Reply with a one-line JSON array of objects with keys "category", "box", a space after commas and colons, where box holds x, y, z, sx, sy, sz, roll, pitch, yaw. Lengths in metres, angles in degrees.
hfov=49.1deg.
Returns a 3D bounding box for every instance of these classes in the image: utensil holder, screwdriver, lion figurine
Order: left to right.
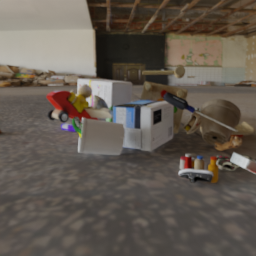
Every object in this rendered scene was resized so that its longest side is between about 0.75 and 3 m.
[{"category": "utensil holder", "box": [-0.867, 0.291, 8.875, 1.304, 1.109, 1.109, 6, 10, -12]}, {"category": "screwdriver", "box": [2.361, -0.447, 9.160, 2.663, 0.371, 0.387, 30, 35, 8]}, {"category": "lion figurine", "box": [3.274, 0.573, 9.274, 1.047, 0.379, 0.641, -32, 7, 32]}]

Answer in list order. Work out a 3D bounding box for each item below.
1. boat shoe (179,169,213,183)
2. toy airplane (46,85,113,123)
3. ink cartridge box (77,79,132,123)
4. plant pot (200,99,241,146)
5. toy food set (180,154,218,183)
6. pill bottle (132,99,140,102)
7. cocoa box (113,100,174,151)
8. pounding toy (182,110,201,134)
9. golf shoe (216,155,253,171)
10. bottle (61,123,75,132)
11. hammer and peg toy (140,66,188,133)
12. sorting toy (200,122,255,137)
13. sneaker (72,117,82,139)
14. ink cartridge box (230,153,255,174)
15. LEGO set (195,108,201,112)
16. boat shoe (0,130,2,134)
[{"category": "boat shoe", "box": [1.622, 1.200, 6.789, 0.854, 0.299, 0.283, 0, 52, 29]}, {"category": "toy airplane", "box": [-1.738, -0.792, 11.029, 2.506, 1.768, 2.495, 17, -8, 0]}, {"category": "ink cartridge box", "box": [-1.226, -1.228, 13.514, 1.234, 2.129, 2.940, -7, 15, -40]}, {"category": "plant pot", "box": [3.215, -0.102, 10.079, 1.444, 1.444, 1.253, 6, 51, 26]}, {"category": "toy food set", "box": [1.793, 0.908, 7.382, 0.665, 0.627, 1.393, -2, 12, -10]}, {"category": "pill bottle", "box": [0.447, -0.866, 14.438, 0.640, 1.069, 0.640, 2, 38, -2]}, {"category": "cocoa box", "box": [0.618, -0.181, 10.361, 1.485, 1.509, 2.263, 5, 13, 27]}, {"category": "pounding toy", "box": [2.947, -0.224, 11.758, 0.756, 1.317, 0.753, 49, 21, 29]}, {"category": "golf shoe", "box": [2.952, 1.010, 7.761, 1.022, 0.395, 0.450, -2, 33, 4]}, {"category": "bottle", "box": [-2.585, -0.005, 12.527, 0.927, 0.303, 0.387, 10, 15, 38]}, {"category": "hammer and peg toy", "box": [1.495, -1.320, 12.266, 2.046, 2.781, 0.981, 13, -1, 13]}, {"category": "sorting toy", "box": [4.173, 0.045, 12.205, 1.975, 0.355, 2.651, -5, 10, 11]}, {"category": "sneaker", "box": [-1.353, 0.045, 8.731, 1.131, 0.482, 0.441, 50, 6, 27]}, {"category": "ink cartridge box", "box": [3.052, 0.961, 6.324, 1.126, 0.245, 0.978, 20, 6, -25]}, {"category": "LEGO set", "box": [4.550, -0.696, 15.678, 2.151, 0.610, 1.397, 11, 12, -11]}, {"category": "boat shoe", "box": [-5.637, 0.115, 12.071, 0.270, 0.256, 0.752, -8, 15, -35]}]
